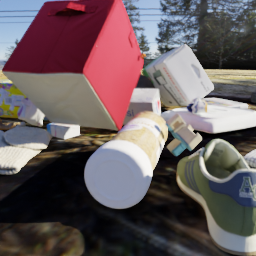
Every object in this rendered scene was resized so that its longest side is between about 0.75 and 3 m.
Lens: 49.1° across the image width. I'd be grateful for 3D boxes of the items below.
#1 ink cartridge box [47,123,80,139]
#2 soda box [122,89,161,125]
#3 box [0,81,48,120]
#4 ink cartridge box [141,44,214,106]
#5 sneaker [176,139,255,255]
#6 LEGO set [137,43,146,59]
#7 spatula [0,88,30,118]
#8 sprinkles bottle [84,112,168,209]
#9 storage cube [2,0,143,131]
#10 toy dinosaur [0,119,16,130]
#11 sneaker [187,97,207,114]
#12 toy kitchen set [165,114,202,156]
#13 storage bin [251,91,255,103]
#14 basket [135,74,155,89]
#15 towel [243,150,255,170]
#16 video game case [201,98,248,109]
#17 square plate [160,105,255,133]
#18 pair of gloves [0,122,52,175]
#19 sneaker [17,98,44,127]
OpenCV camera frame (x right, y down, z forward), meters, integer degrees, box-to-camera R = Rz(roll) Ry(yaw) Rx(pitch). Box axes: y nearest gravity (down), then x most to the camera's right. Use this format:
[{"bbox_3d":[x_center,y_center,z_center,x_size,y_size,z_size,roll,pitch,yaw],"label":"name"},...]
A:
[{"bbox_3d":[-1.850,0.054,8.008,0.778,0.329,0.563,10,18,38],"label":"ink cartridge box"},{"bbox_3d":[-0.341,-0.703,9.123,2.691,0.919,0.854,3,37,21],"label":"soda box"},{"bbox_3d":[-3.577,-1.161,10.697,2.069,1.262,1.993,4,15,11],"label":"box"},{"bbox_3d":[1.848,-1.962,11.151,1.143,1.984,2.719,-39,11,-8],"label":"ink cartridge box"},{"bbox_3d":[1.317,0.651,4.177,0.809,1.083,2.413,0,15,-3],"label":"sneaker"},{"bbox_3d":[-0.190,-2.033,7.839,1.285,0.960,0.315,27,24,7],"label":"LEGO set"},{"bbox_3d":[-3.010,-0.675,7.415,0.870,0.101,1.252,32,11,-28],"label":"spatula"},{"bbox_3d":[0.137,0.412,5.344,0.977,0.977,2.864,3,15,13],"label":"sprinkles bottle"},{"bbox_3d":[-1.174,-1.553,7.212,2.260,2.643,2.376,6,61,23],"label":"storage cube"},{"bbox_3d":[-4.296,-0.142,8.719,1.799,0.543,0.956,17,2,27],"label":"toy dinosaur"},{"bbox_3d":[2.123,-0.725,9.035,0.538,0.459,1.221,-6,10,-2],"label":"sneaker"},{"bbox_3d":[1.142,0.328,5.755,1.046,0.616,0.838,43,6,-48],"label":"toy kitchen set"},{"bbox_3d":[6.668,-1.509,13.651,1.104,0.518,0.746,-4,15,-13],"label":"storage bin"},{"bbox_3d":[0.218,-1.294,11.219,1.718,1.296,1.905,45,26,-3],"label":"basket"},{"bbox_3d":[2.827,0.699,5.285,1.141,0.488,0.945,-15,19,-40],"label":"towel"},{"bbox_3d":[3.830,-1.034,12.403,1.853,0.234,2.034,-7,17,-27],"label":"video game case"},{"bbox_3d":[2.810,-0.401,9.402,2.782,0.399,2.809,-9,15,-28],"label":"square plate"},{"bbox_3d":[-3.265,0.220,6.432,2.763,0.484,2.349,10,17,5],"label":"pair of gloves"},{"bbox_3d":[-2.675,-1.014,9.076,1.033,2.074,0.777,33,-13,-25],"label":"sneaker"}]
